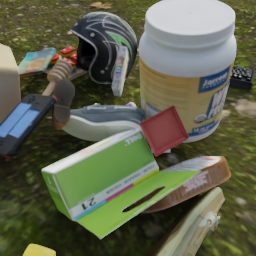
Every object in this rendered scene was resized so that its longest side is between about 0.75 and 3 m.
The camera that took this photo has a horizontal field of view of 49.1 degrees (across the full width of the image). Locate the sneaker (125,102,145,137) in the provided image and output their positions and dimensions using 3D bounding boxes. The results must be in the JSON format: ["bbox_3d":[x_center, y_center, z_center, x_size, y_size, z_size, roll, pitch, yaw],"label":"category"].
[{"bbox_3d":[0.007,-0.127,7.827,0.687,0.625,1.553,-14,43,-1],"label":"sneaker"}]

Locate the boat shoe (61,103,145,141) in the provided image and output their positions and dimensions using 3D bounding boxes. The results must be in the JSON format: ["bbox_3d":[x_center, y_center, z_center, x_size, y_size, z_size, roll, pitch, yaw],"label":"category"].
[{"bbox_3d":[-0.742,-0.204,7.364,2.570,0.936,0.794,5,54,25],"label":"boat shoe"}]

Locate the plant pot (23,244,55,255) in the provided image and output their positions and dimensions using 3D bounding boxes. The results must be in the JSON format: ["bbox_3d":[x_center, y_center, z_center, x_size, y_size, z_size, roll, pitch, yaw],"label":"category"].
[{"bbox_3d":[-1.167,2.637,4.288,1.259,1.338,1.338,20,42,-6],"label":"plant pot"}]

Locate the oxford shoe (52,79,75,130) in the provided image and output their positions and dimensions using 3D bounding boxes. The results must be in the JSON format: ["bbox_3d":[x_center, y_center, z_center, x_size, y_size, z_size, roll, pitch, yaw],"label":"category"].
[{"bbox_3d":[-1.716,-0.626,7.114,0.540,0.539,1.514,18,49,-21],"label":"oxford shoe"}]

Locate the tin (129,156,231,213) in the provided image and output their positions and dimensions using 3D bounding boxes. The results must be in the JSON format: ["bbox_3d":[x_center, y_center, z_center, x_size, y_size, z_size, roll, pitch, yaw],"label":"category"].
[{"bbox_3d":[1.069,1.124,5.939,2.355,0.493,1.318,-18,6,-21],"label":"tin"}]

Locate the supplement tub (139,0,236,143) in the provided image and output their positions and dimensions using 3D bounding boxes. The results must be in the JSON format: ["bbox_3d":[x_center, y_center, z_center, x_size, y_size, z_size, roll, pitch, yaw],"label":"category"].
[{"bbox_3d":[1.361,-1.324,6.845,2.161,2.988,2.161,-3,46,3],"label":"supplement tub"}]

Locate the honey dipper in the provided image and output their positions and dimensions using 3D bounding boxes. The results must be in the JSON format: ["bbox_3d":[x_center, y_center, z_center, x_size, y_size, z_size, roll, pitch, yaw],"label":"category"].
[{"bbox_3d":[-2.480,-0.784,8.071,0.552,0.552,2.908,15,60,16],"label":"honey dipper"}]

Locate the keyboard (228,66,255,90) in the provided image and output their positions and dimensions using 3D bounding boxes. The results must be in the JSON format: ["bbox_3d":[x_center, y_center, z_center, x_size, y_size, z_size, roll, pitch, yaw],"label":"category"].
[{"bbox_3d":[2.990,-2.007,10.070,2.870,0.368,1.723,16,45,19],"label":"keyboard"}]

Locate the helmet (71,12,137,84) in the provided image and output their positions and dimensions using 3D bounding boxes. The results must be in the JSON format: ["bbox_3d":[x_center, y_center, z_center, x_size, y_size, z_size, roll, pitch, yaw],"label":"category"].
[{"bbox_3d":[-0.784,-2.720,9.302,2.204,2.101,2.204,4,27,-2],"label":"helmet"}]

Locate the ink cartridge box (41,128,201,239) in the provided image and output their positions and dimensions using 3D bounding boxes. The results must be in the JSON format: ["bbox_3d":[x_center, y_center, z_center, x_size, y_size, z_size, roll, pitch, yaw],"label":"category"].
[{"bbox_3d":[-0.320,0.820,5.267,2.010,1.030,2.720,-26,4,-25],"label":"ink cartridge box"}]

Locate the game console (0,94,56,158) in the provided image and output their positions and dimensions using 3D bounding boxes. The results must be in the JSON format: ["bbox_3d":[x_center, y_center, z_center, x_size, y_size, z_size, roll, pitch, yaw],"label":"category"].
[{"bbox_3d":[-2.628,-0.126,6.801,1.543,0.271,1.745,8,58,49],"label":"game console"}]

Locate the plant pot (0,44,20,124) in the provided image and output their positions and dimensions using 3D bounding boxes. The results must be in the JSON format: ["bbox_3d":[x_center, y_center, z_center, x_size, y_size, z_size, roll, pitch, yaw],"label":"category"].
[{"bbox_3d":[-4.275,-1.250,7.921,2.099,2.371,2.368,-10,42,-27],"label":"plant pot"}]

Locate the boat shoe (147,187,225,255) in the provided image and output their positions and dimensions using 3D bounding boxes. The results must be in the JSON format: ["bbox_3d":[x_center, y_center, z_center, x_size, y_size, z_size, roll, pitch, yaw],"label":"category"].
[{"bbox_3d":[1.173,2.051,5.234,0.726,0.841,2.307,44,58,11],"label":"boat shoe"}]

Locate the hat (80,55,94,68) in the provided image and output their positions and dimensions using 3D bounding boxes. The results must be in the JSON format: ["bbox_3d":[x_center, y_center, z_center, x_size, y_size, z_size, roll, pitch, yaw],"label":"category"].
[{"bbox_3d":[-1.249,-2.207,9.495,0.758,0.306,0.758,-6,36,4],"label":"hat"}]

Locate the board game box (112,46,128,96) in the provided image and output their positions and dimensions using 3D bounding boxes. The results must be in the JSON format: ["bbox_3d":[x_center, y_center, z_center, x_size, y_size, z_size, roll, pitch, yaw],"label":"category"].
[{"bbox_3d":[-0.206,-1.505,7.564,0.195,0.766,1.139,10,81,4],"label":"board game box"}]

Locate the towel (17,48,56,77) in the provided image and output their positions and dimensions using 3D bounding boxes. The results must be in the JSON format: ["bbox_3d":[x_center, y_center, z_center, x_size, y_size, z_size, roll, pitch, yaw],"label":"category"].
[{"bbox_3d":[-3.262,-2.300,9.791,1.195,0.177,1.630,-8,40,12],"label":"towel"}]

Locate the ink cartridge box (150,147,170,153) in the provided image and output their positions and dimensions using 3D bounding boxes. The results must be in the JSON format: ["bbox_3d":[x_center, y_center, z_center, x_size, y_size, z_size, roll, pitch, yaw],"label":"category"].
[{"bbox_3d":[0.827,0.385,7.500,0.508,0.235,0.932,-1,43,-1],"label":"ink cartridge box"}]

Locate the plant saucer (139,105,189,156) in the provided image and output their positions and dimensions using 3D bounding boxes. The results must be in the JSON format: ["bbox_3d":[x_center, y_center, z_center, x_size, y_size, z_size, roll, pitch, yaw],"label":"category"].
[{"bbox_3d":[0.708,0.046,5.565,0.782,0.784,0.144,-28,17,-2],"label":"plant saucer"}]

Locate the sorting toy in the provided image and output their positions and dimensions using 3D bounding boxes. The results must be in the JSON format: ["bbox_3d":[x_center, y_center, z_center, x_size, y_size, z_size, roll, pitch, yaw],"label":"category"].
[{"bbox_3d":[-2.290,-2.444,10.407,1.518,0.528,1.509,33,51,30],"label":"sorting toy"}]
